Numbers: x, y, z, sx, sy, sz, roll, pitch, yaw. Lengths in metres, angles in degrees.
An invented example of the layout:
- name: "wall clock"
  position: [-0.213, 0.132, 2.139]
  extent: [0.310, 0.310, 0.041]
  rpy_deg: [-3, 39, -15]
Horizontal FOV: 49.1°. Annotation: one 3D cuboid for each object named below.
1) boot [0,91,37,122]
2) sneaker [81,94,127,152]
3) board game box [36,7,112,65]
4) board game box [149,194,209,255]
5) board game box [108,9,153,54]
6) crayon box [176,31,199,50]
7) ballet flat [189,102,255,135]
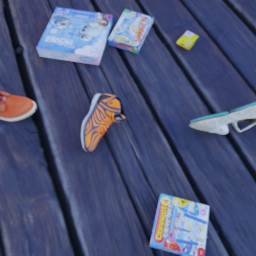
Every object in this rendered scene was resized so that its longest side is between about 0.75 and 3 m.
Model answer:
- name: "boot"
  position: [-5.032, -1.022, 10.854]
  extent: [2.729, 1.463, 1.024]
  rpy_deg: [2, 59, -1]
- name: "sneaker"
  position: [-0.855, -0.214, 10.390]
  extent: [1.342, 0.929, 2.396]
  rpy_deg: [6, 71, 23]
- name: "board game box"
  position: [-2.437, -4.389, 13.227]
  extent: [2.863, 0.621, 2.849]
  rpy_deg: [9, 62, 5]
- name: "board game box"
  position: [1.652, 3.130, 8.944]
  extent: [1.619, 0.462, 1.654]
  rpy_deg: [13, 58, 6]
- name: "board game box"
  position: [0.149, -4.674, 13.487]
  extent: [1.521, 0.387, 2.247]
  rpy_deg: [19, 63, 8]
- name: "crayon box"
  position: [2.784, -4.103, 13.276]
  extent: [0.656, 0.262, 1.033]
  rpy_deg: [35, 65, 18]
- name: "ballet flat"
  position: [3.809, -0.217, 10.458]
  extent: [2.976, 1.004, 0.928]
  rpy_deg: [-16, 86, -2]
